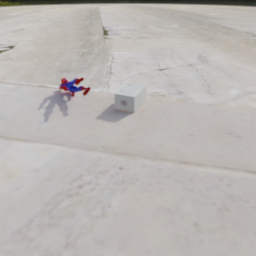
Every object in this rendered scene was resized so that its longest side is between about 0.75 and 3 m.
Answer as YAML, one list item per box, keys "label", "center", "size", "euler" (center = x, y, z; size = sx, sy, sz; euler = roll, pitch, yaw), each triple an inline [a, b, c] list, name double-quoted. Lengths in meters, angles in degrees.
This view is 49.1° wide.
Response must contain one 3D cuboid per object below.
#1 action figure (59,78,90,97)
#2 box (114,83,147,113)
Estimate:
- label: "action figure"
  center: [-2.320, -1.657, 11.285]
  size: [0.610, 0.772, 2.359]
  euler: [-47, 28, -15]
- label: "box"
  center: [0.116, -1.189, 10.763]
  size: [0.811, 0.635, 1.304]
  euler: [12, 32, 21]
